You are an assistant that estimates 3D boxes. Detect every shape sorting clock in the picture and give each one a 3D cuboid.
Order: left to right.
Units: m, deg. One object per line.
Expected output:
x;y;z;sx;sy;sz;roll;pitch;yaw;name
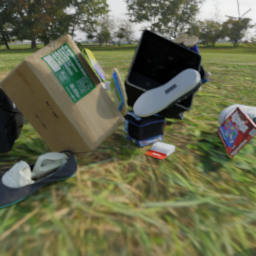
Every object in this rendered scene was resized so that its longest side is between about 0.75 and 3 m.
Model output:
-0.259;-1.063;8.318;0.281;1.431;1.431;-18;24;-12;shape sorting clock

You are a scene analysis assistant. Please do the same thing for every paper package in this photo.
-1.997;-0.780;8.351;2.820;2.958;1.530;-9;30;51;paper package

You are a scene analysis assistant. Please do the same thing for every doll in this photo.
2.636;-2.568;11.810;0.674;2.780;1.897;-41;45;-14;doll

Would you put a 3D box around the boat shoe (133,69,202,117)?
1.174;-0.895;8.211;2.159;0.741;0.611;-30;-33;20;boat shoe

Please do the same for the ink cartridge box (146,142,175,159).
1.099;0.768;9.664;0.693;0.205;0.866;15;23;34;ink cartridge box

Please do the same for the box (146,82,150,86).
1.707;-2.416;15.043;1.315;2.521;1.866;16;26;37;box

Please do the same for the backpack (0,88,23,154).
-4.754;-0.427;10.095;2.253;2.391;2.930;-13;13;5;backpack

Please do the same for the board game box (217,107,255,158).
3.874;0.071;10.104;0.236;1.247;2.422;37;20;-5;board game box

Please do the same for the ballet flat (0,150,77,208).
-2.492;1.184;7.396;2.632;0.962;0.962;-18;27;-41;ballet flat

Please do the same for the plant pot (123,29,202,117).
1.013;-1.777;10.893;2.503;2.497;2.220;22;-25;-11;plant pot

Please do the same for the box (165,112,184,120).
2.020;-0.762;12.695;0.811;0.511;0.825;9;-17;30;box

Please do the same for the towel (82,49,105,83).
-0.921;-1.727;7.705;0.161;1.019;1.418;-31;13;5;towel

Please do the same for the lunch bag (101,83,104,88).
-2.487;-1.591;14.286;2.459;1.563;2.085;8;20;-8;lunch bag

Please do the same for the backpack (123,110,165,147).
0.449;-0.085;10.747;1.441;1.062;1.578;-15;26;-35;backpack

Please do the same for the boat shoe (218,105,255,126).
5.100;-0.454;11.818;2.788;1.025;0.931;-10;21;-27;boat shoe

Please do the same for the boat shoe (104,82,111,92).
-0.542;-1.633;11.826;1.161;0.416;0.394;16;0;-32;boat shoe
